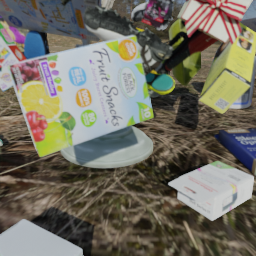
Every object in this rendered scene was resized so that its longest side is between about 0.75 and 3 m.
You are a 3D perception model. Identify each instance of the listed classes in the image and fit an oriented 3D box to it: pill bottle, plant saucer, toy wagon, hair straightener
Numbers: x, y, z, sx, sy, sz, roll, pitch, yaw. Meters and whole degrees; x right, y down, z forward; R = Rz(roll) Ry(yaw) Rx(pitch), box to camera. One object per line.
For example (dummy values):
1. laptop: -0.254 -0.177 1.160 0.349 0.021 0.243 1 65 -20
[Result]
1. pill bottle: 4.264 -2.162 11.112 1.455 2.557 1.455 0 20 0
2. plant saucer: -0.547 0.243 7.344 2.425 0.609 2.425 -1 20 0
3. plant saucer: 1.909 -2.719 9.416 0.499 2.083 2.080 5 30 28
4. toy wagon: 0.643 -3.045 10.980 2.000 0.510 2.578 6 45 -31
5. hair straightener: 1.533 -2.216 7.127 0.568 1.069 2.778 14 -29 -25

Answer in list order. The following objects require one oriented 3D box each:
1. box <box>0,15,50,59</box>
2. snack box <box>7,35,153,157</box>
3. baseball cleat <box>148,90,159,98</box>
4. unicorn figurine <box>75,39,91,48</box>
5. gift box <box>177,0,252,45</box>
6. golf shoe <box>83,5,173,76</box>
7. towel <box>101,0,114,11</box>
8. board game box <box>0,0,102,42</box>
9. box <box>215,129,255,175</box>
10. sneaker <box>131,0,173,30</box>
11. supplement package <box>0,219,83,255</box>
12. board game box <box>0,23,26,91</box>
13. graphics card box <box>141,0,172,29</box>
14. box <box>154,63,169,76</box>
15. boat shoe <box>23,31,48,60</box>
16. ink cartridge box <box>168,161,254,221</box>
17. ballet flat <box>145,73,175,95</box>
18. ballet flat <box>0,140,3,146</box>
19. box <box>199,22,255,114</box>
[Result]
1. box: -3.487 -3.301 8.831 1.541 2.905 1.776 -7 27 -7
2. snack box: -0.523 -0.422 3.423 1.513 1.076 0.401 -19 17 -20
3. baseball cleat: 0.856 -1.576 12.712 1.118 0.390 0.595 -8 21 -23
4. unicorn figurine: -1.727 -3.669 10.860 1.887 1.296 0.697 -47 1 -31
5. gift box: 1.600 -2.188 5.265 1.098 1.190 1.111 23 20 -4
6. golf shoe: -0.058 -1.469 5.428 2.384 1.127 0.927 7 40 -52
7. towel: -1.432 -3.584 7.914 2.533 1.679 0.437 33 20 28
8. board game box: -1.604 -2.493 5.588 2.144 0.442 2.149 8 -5 -6
9. box: 3.309 0.448 7.119 1.453 0.389 2.398 -2 19 -6
10. sneaker: 1.015 -4.755 12.094 2.120 1.207 0.800 -9 -3 42
11. supplement package: -1.255 1.756 2.942 1.016 0.723 1.305 12 24 30
12. board game box: -2.762 -1.516 6.110 0.937 1.224 0.247 -19 24 28
13. graphics card box: 0.989 -4.118 9.751 0.729 1.161 0.295 20 52 -5
14. box: 1.737 -3.057 14.622 0.737 1.868 1.318 2 20 4
15. boat shoe: -2.209 -1.667 6.849 0.595 1.414 0.485 4 31 0
16. ink cartridge box: 1.479 1.127 5.049 1.423 0.479 0.833 -14 24 -33
17. ballet flat: 0.777 -1.156 7.399 0.519 0.521 1.554 -52 40 -5
18. ballet flat: -3.613 0.348 7.596 0.312 0.312 0.899 -12 19 -30
19. box: 2.555 -1.583 6.972 0.675 1.014 2.695 31 46 -1
